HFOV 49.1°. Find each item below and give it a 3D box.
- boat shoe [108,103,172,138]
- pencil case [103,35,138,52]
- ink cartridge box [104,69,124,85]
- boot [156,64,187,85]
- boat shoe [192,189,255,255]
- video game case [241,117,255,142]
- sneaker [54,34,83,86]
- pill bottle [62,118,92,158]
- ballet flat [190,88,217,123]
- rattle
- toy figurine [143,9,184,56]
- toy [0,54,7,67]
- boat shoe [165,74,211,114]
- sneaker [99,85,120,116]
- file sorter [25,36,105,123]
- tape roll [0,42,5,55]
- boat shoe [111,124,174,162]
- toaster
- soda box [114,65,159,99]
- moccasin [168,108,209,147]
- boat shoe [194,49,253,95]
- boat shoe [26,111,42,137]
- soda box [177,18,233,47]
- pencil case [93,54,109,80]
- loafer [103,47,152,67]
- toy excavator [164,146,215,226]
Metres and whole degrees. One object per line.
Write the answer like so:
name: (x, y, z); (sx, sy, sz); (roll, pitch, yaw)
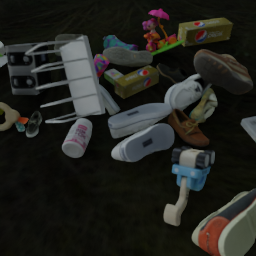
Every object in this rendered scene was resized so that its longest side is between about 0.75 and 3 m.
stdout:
boat shoe: (0.388, -0.224, 8.598); (2.034, 0.665, 0.748); (-15, 32, -11)
pencil case: (-0.339, -3.473, 12.097); (1.594, 0.737, 0.678); (34, 16, 29)
ink cartridge box: (-0.474, -1.924, 10.788); (0.469, 0.268, 0.904); (-28, 50, -26)
boot: (1.546, -2.007, 9.749); (1.036, 0.717, 0.401); (34, 70, -4)
boat shoe: (2.631, 1.934, 6.240); (2.783, 0.991, 0.871); (-21, 7, -32)
video game case: (4.955, 0.541, 8.172); (2.018, 0.254, 2.818); (-11, 44, -12)
sneaker: (-2.272, -2.730, 10.912); (1.024, 1.454, 2.738); (0, 33, 0)
pill bottle: (-1.444, 0.269, 8.180); (0.628, 0.628, 1.108); (7, 43, 8)
ballet flat: (2.621, -0.733, 9.242); (0.600, 0.600, 1.698); (24, 51, 24)
rattle: (-3.737, -0.328, 8.987); (1.426, 1.018, 0.928); (4, 83, 1)
toy figurine: (1.206, -4.012, 11.659); (1.794, 1.652, 1.347); (-22, 15, 8)
toy: (-5.607, -2.143, 10.834); (1.287, 0.528, 2.235); (11, 46, 15)
boat shoe: (2.114, -1.289, 9.509); (0.775, 0.872, 2.371); (-13, 25, 50)
sneaker: (-0.759, -0.913, 9.218); (0.406, 0.419, 1.147); (-38, 78, 14)
file sorter: (-1.882, -1.317, 8.226); (1.391, 2.234, 1.550); (-21, 13, -35)
tape roll: (-5.993, -3.452, 12.344); (1.018, 0.356, 1.018); (0, 44, 0)
boat shoe: (0.440, 0.375, 7.705); (2.130, 0.784, 0.696); (-13, 2, -43)
toaster: (-3.394, -2.126, 9.769); (1.081, 1.647, 1.821); (0, 20, 2)
soda box: (0.327, -1.716, 10.353); (1.697, 0.543, 0.575); (-29, 48, -27)
moccasin: (1.817, -0.035, 8.360); (0.615, 0.649, 1.682); (-2, 34, -22)
boat shoe: (3.244, -2.027, 9.627); (2.594, 0.982, 0.931); (23, 59, -31)
boat shoe: (-2.994, -0.137, 8.840); (0.357, 0.321, 1.009); (0, 43, 0)
soda box: (3.599, -4.513, 13.134); (2.414, 0.818, 0.773); (-13, 45, -14)
pencil case: (-1.224, -2.054, 10.195); (0.581, 1.315, 0.581); (24, 40, -22)
loafer: (-0.050, -2.761, 11.170); (2.079, 0.726, 0.727); (2, 82, -24)
toy excavator: (1.453, 1.367, 6.858); (0.844, 1.689, 1.642); (7, 6, 32)
